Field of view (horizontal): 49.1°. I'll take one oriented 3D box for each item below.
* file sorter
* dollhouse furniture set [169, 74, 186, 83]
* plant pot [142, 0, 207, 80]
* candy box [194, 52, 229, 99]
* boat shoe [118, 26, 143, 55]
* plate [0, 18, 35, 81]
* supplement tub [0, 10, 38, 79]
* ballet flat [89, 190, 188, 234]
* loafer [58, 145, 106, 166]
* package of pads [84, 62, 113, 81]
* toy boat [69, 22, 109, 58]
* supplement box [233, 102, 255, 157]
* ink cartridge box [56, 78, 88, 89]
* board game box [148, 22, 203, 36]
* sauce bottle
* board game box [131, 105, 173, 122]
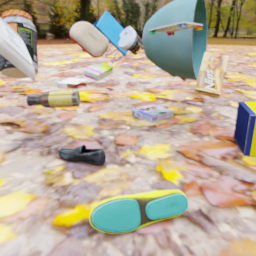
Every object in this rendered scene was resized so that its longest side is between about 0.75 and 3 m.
[{"bbox_3d":[-0.871,-4.060,12.831,1.110,1.809,1.255,-23,36,44],"label":"file sorter"},{"bbox_3d":[2.106,-2.621,11.537,1.258,1.245,0.648,37,-12,7],"label":"dollhouse furniture set"},{"bbox_3d":[1.621,-3.140,9.946,1.910,2.836,2.836,5,21,23],"label":"plant pot"},{"bbox_3d":[1.799,-1.140,6.058,0.528,0.914,0.253,14,-13,12],"label":"candy box"},{"bbox_3d":[0.222,-3.303,11.052,0.781,1.002,2.208,-36,25,19],"label":"boat shoe"},{"bbox_3d":[-3.354,-2.453,7.810,0.307,1.897,1.901,-34,62,5],"label":"plate"},{"bbox_3d":[-3.782,-2.835,9.638,1.258,2.053,1.258,-4,-6,0],"label":"supplement tub"},{"bbox_3d":[0.188,1.558,5.381,1.986,0.664,0.666,-5,0,-20],"label":"ballet flat"},{"bbox_3d":[-1.268,0.682,7.675,1.379,0.484,0.468,6,22,16],"label":"loafer"},{"bbox_3d":[-0.984,-1.848,9.170,0.636,0.281,0.824,24,40,26],"label":"package of pads"},{"bbox_3d":[-1.360,-2.844,9.362,0.876,1.342,0.877,-54,9,-30],"label":"toy boat"},{"bbox_3d":[4.524,0.035,8.232,2.364,1.294,1.287,2,22,6],"label":"supplement box"},{"bbox_3d":[-3.248,-2.627,16.548,1.322,0.332,1.524,8,22,19],"label":"ink cartridge box"},{"bbox_3d":[1.064,-2.186,6.240,0.896,0.116,0.896,3,14,40],"label":"board game box"},{"bbox_3d":[-2.112,-0.801,7.933,1.487,0.481,0.481,0,21,6],"label":"sauce bottle"},{"bbox_3d":[0.974,-0.617,11.391,1.227,0.253,1.230,-15,26,-35],"label":"board game box"}]
